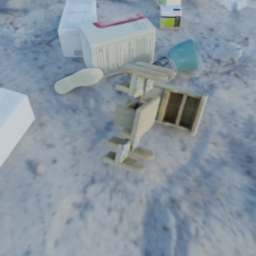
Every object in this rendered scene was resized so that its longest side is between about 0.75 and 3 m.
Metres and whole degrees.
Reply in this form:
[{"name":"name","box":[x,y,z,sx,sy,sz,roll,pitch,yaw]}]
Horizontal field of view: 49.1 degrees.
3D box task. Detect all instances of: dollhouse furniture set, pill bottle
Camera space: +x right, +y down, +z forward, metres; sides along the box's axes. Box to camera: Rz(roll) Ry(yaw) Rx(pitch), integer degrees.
[{"name":"dollhouse furniture set","box":[0.915,-0.341,7.683,1.920,2.533,2.890,19,23,16]},{"name":"pill bottle","box":[0.845,-1.752,9.819,1.601,0.850,0.850,-36,59,-12]}]

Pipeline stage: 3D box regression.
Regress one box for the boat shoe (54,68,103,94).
[{"name":"boat shoe","box":[-1.757,-1.740,9.921,1.756,0.631,0.523,-22,32,0]}]

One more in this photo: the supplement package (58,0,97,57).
[{"name":"supplement package","box":[-1.973,-4.109,11.505,1.298,1.250,2.283,1,51,1]}]

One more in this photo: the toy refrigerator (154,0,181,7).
[{"name":"toy refrigerator","box":[1.646,-6.764,13.819,0.879,0.954,2.512,-17,54,-13]}]

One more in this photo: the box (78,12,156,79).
[{"name":"box","box":[-0.400,-3.061,10.453,2.504,1.601,1.364,-19,54,-14]}]

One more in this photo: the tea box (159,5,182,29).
[{"name":"tea box","box":[1.851,-4.886,12.367,0.892,0.877,0.596,1,51,1]}]

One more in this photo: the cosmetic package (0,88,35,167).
[{"name":"cosmetic package","box":[-4.252,-0.189,8.350,1.983,1.219,1.977,17,55,11]}]

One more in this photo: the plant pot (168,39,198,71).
[{"name":"plant pot","box":[2.002,-2.639,10.476,0.920,1.147,1.147,-13,52,4]}]
